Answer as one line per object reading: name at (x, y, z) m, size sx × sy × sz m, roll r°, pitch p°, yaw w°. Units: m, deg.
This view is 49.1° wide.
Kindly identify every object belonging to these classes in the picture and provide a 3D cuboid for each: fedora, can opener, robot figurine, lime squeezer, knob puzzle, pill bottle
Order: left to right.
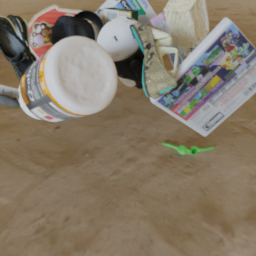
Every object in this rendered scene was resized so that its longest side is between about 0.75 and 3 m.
can opener at (-3.311, -0.844, 6.284) m, size 1.733 × 0.456 × 0.576 m, roll 12°, pitch 3°, yaw -24°
knob puzzle at (-3.119, -3.811, 11.918) m, size 3.002 × 3.002 × 0.416 m, roll -5°, pitch 13°, yaw -7°
pill bottle at (-1.704, -1.025, 7.062) m, size 1.714 × 1.714 × 2.946 m, roll -28°, pitch 12°, yaw -35°
fedora at (-2.046, -3.261, 10.367) m, size 2.630 × 2.630 × 1.201 m, roll 32°, pitch 16°, yaw 38°
robot figurine at (0.115, -2.453, 9.407) m, size 1.987 × 2.645 × 1.650 m, roll 20°, pitch 75°, yaw 37°
lime squeezer at (2.077, 0.745, 9.605) m, size 1.788 × 0.337 × 0.631 m, roll 4°, pitch 3°, yaw 7°

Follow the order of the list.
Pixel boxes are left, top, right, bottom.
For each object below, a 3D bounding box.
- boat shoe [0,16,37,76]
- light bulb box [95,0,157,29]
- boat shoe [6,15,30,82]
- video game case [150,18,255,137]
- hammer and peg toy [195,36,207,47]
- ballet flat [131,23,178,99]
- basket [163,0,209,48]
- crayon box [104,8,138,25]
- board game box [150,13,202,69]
boat shoe at (-3.448, -2.331, 8.612) m, size 0.821 × 2.198 × 0.729 m, roll -21°, pitch 22°, yaw 4°
light bulb box at (-0.064, -4.697, 12.327) m, size 2.212 × 2.192 × 1.380 m, roll -44°, pitch 37°, yaw 5°
boat shoe at (-4.044, -2.797, 10.329) m, size 0.977 × 2.584 × 0.779 m, roll -11°, pitch 5°, yaw 10°
video game case at (2.316, -1.155, 7.584) m, size 2.446 × 2.685 × 0.308 m, roll 28°, pitch 27°, yaw -34°
hammer and peg toy at (2.968, -1.970, 8.469) m, size 1.433 × 0.687 × 1.948 m, roll 25°, pitch -2°, yaw 36°
ballet flat at (0.763, -1.902, 7.294) m, size 1.032 × 0.929 × 2.740 m, roll -18°, pitch 51°, yaw 14°
basket at (1.960, -3.633, 9.465) m, size 1.097 × 1.618 × 0.998 m, roll 19°, pitch 63°, yaw 35°
crayon box at (-0.280, -3.561, 11.003) m, size 1.290 × 2.052 × 0.529 m, roll 21°, pitch 36°, yaw 31°
board game box at (2.445, -3.588, 11.868) m, size 0.621 × 2.851 × 2.865 m, roll -21°, pitch 12°, yaw 42°
